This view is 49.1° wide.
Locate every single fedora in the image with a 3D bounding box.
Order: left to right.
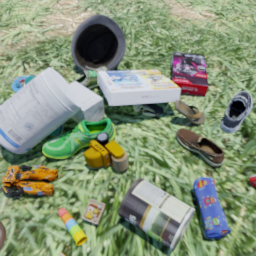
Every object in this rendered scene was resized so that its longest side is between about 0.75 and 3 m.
[{"bbox_3d":[-1.407,-4.101,14.072,2.650,2.996,1.353,37,23,-5],"label":"fedora"}]

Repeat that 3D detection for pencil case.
[{"bbox_3d":[2.587,2.484,8.808,0.744,0.828,1.908,-15,46,11],"label":"pencil case"}]

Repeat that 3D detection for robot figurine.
[{"bbox_3d":[-3.413,1.760,9.596,1.828,0.532,1.325,6,43,-3],"label":"robot figurine"}]

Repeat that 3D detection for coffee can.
[{"bbox_3d":[0.845,2.530,8.361,1.855,1.358,1.358,27,52,23],"label":"coffee can"}]

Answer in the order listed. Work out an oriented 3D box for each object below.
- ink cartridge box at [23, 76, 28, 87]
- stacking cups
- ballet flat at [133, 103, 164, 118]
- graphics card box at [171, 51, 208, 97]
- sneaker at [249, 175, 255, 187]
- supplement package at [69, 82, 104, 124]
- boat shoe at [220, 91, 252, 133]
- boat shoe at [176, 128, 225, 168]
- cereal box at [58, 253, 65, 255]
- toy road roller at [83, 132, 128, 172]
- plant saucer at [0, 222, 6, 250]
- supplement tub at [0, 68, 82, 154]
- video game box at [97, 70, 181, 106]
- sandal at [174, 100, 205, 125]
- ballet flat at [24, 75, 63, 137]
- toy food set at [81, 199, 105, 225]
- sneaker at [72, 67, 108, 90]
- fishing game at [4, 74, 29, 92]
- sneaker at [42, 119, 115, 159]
[{"bbox_3d":[-4.152,-1.524,12.683,1.120,0.655,1.930,1,48,-4],"label":"ink cartridge box"},{"bbox_3d":[-1.733,3.006,8.652,0.388,0.388,1.281,-28,48,-24],"label":"stacking cups"},{"bbox_3d":[0.663,-0.941,12.255,1.834,0.623,0.627,24,65,22],"label":"ballet flat"},{"bbox_3d":[2.972,-2.714,13.826,1.697,0.688,2.705,8,46,3],"label":"graphics card box"},{"bbox_3d":[4.708,2.178,9.257,0.683,0.620,1.609,-38,57,-25],"label":"sneaker"},{"bbox_3d":[-2.019,-0.997,11.943,1.796,1.089,1.075,34,55,28],"label":"supplement package"},{"bbox_3d":[4.728,-0.923,11.991,0.962,0.909,2.681,27,52,24],"label":"boat shoe"},{"bbox_3d":[2.747,0.545,10.614,0.798,0.800,2.162,-38,56,-24],"label":"boat shoe"},{"bbox_3d":[-1.906,4.219,7.508,0.975,0.268,1.355,26,51,23],"label":"cereal box"},{"bbox_3d":[-0.858,1.048,10.072,1.158,0.975,1.586,-36,54,-25],"label":"toy road roller"},{"bbox_3d":[-4.454,3.348,8.384,1.483,0.238,1.483,0,47,0],"label":"plant saucer"},{"bbox_3d":[-3.372,-0.579,10.239,2.909,1.919,1.919,-37,51,5],"label":"supplement tub"},{"bbox_3d":[0.349,-1.834,12.217,2.993,0.701,2.727,-6,31,-16],"label":"video game box"},{"bbox_3d":[2.642,-0.663,11.532,1.749,0.472,0.702,29,56,-28],"label":"sandal"},{"bbox_3d":[-3.293,-0.949,11.632,1.030,1.030,2.774,-23,88,-21],"label":"ballet flat"},{"bbox_3d":[-1.106,2.648,8.878,0.545,0.229,0.760,20,41,5],"label":"toy food set"},{"bbox_3d":[-1.791,-2.376,13.206,2.068,0.916,0.795,-39,66,-19],"label":"sneaker"},{"bbox_3d":[-4.990,-2.182,13.639,1.900,0.295,1.361,26,52,21],"label":"fishing game"},{"bbox_3d":[-1.891,0.266,10.654,2.862,1.196,1.060,-19,50,-17],"label":"sneaker"}]
